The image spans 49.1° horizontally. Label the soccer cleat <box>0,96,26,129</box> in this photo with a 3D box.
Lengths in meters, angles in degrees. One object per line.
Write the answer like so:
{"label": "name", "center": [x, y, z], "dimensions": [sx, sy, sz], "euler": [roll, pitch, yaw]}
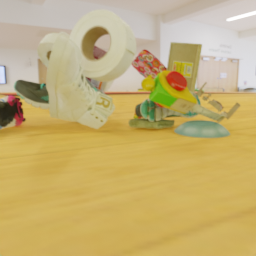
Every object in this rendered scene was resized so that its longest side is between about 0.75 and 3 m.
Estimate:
{"label": "soccer cleat", "center": [-3.649, -0.398, 7.768], "dimensions": [1.121, 0.907, 2.596], "euler": [-11, 6, -6]}

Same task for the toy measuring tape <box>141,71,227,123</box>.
{"label": "toy measuring tape", "center": [1.407, -0.829, 7.032], "dimensions": [2.555, 0.940, 0.940], "euler": [15, 1, -27]}

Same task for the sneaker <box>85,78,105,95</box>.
{"label": "sneaker", "center": [-1.413, -1.135, 10.052], "dimensions": [0.756, 0.780, 2.136], "euler": [4, -30, 35]}

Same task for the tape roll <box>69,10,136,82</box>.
{"label": "tape roll", "center": [-0.837, -2.561, 8.869], "dimensions": [2.134, 2.134, 0.746], "euler": [4, -1, 25]}

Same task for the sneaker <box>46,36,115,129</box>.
{"label": "sneaker", "center": [-1.016, -0.905, 6.613], "dimensions": [1.607, 1.025, 2.781], "euler": [17, -27, -4]}

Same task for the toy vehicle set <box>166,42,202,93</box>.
{"label": "toy vehicle set", "center": [2.147, -2.335, 11.137], "dimensions": [1.257, 2.024, 0.268], "euler": [17, 19, 34]}

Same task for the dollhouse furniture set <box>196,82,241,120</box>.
{"label": "dollhouse furniture set", "center": [2.519, -0.785, 7.821], "dimensions": [1.123, 0.497, 0.582], "euler": [42, 19, 15]}

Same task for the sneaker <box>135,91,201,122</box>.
{"label": "sneaker", "center": [1.112, -0.616, 8.006], "dimensions": [2.093, 0.812, 0.955], "euler": [-4, 1, -26]}

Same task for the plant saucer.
{"label": "plant saucer", "center": [1.922, -0.009, 7.301], "dimensions": [1.420, 0.273, 1.420], "euler": [0, 12, 0]}

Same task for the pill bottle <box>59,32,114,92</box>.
{"label": "pill bottle", "center": [-1.585, -2.449, 10.345], "dimensions": [2.409, 1.376, 1.376], "euler": [29, 11, 1]}

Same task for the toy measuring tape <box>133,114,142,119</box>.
{"label": "toy measuring tape", "center": [0.430, -0.471, 10.253], "dimensions": [0.294, 0.294, 0.798], "euler": [4, 10, 26]}

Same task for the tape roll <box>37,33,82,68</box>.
{"label": "tape roll", "center": [-1.994, -2.125, 8.190], "dimensions": [1.258, 1.258, 0.440], "euler": [5, 54, 29]}

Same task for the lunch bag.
{"label": "lunch bag", "center": [0.852, -2.542, 11.967], "dimensions": [1.437, 0.589, 1.266], "euler": [41, -23, -10]}

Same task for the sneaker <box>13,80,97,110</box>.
{"label": "sneaker", "center": [-2.137, -1.140, 8.802], "dimensions": [2.675, 1.220, 1.038], "euler": [17, 26, -21]}

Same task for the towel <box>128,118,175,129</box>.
{"label": "towel", "center": [0.705, -0.129, 8.124], "dimensions": [1.005, 0.247, 1.355], "euler": [5, 6, 29]}
